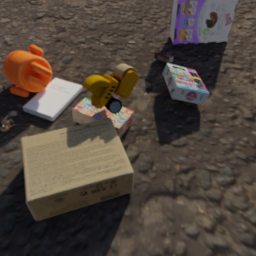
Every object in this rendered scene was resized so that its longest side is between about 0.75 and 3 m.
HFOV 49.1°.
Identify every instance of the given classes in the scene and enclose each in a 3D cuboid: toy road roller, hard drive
[{"bbox_3d":[-0.621,-1.399,8.987,1.736,1.267,1.067,-57,34,4],"label":"toy road roller"},{"bbox_3d":[-2.900,-1.158,10.967,1.357,0.274,2.057,18,47,17],"label":"hard drive"}]

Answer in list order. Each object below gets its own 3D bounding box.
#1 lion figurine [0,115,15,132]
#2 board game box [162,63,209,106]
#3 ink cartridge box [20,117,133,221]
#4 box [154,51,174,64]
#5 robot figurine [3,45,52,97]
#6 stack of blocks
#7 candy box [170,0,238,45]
[{"bbox_3d":[-4.361,-0.155,10.007,0.493,0.291,0.804,-29,38,-17],"label":"lion figurine"},{"bbox_3d":[2.198,-1.715,10.903,1.344,0.585,1.821,9,39,-16],"label":"board game box"},{"bbox_3d":[-1.515,1.076,8.154,2.828,1.062,2.329,-14,45,-11],"label":"ink cartridge box"},{"bbox_3d":[1.660,-3.268,12.934,0.840,0.315,0.421,29,40,33],"label":"box"},{"bbox_3d":[-4.022,-2.239,11.099,1.436,1.772,2.463,-26,37,-35],"label":"robot figurine"},{"bbox_3d":[-0.883,-0.420,9.906,1.882,0.551,1.084,22,44,17],"label":"stack of blocks"},{"bbox_3d":[3.645,-5.463,13.757,2.869,2.407,1.026,-3,45,-3],"label":"candy box"}]
